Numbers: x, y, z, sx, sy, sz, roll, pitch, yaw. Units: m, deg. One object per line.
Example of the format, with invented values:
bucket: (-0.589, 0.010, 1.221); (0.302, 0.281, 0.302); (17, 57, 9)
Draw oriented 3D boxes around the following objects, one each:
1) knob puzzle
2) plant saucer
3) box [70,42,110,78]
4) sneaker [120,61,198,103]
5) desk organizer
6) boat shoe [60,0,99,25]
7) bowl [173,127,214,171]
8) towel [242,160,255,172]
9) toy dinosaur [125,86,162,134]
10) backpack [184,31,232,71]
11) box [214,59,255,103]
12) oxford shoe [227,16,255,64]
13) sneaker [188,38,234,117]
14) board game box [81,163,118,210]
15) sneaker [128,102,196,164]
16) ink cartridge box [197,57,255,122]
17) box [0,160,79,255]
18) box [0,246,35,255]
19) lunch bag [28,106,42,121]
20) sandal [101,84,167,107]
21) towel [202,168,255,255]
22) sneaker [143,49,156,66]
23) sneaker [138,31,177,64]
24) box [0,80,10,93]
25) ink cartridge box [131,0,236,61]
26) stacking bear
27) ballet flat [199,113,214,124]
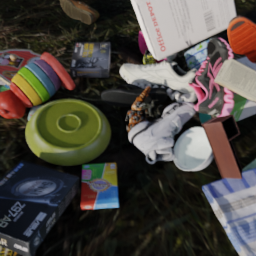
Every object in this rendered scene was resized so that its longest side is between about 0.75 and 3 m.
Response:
knob puzzle: (-4.008, -2.374, 10.414); (2.571, 0.357, 2.571); (13, 44, -13)
plant saucer: (-1.791, -0.043, 8.543); (2.575, 0.400, 2.575); (6, 49, -7)
box: (-1.475, -2.758, 11.241); (1.485, 0.453, 1.874); (0, 48, 0)
sneaker: (1.104, -1.878, 9.871); (2.967, 1.202, 1.115); (21, 40, 19)
desk organizer: (2.499, 0.484, 7.036); (0.557, 0.598, 1.553); (-26, 97, -30)
boat shoe: (-2.399, -5.829, 13.890); (2.170, 0.781, 0.738); (36, 58, 15)
bowl: (1.939, 0.677, 7.832); (0.585, 1.301, 1.301); (30, 36, -34)
towel: (4.491, 1.583, 7.374); (1.925, 0.295, 2.523); (-30, 54, -23)
toy dinosaur: (0.427, -0.540, 8.730); (1.080, 1.592, 0.813); (8, 6, 34)
backpack: (2.888, -2.719, 10.270); (1.703, 1.310, 1.390); (-2, 17, 43)
box: (3.155, -1.210, 7.495); (1.449, 0.688, 0.563); (28, 7, -2)
oxford shoe: (3.306, -2.575, 7.852); (0.835, 2.345, 0.851); (-26, 63, 32)
sneaker: (2.371, -1.522, 8.235); (1.198, 0.992, 2.511); (3, 76, -5)
board game box: (-0.755, 1.529, 7.445); (0.956, 0.252, 1.249); (-4, 46, -3)
sneaker: (1.228, 0.167, 8.140); (2.243, 0.843, 1.289); (-28, 50, -7)
ink cartridge box: (3.842, -1.366, 9.550); (2.536, 1.065, 1.845); (-19, 50, -16)
box: (-2.411, 1.741, 6.574); (1.729, 0.470, 2.158); (15, 31, 13)
box: (-2.787, 2.759, 6.243); (1.357, 0.419, 1.700); (-3, 48, 0)
lunch bag: (-2.906, -0.406, 9.131); (0.655, 0.315, 0.817); (-6, 38, -1)
sandal: (0.192, -1.141, 9.524); (2.238, 0.841, 0.536); (-2, 56, -10)
towel: (3.075, 2.110, 6.657); (1.790, 0.290, 2.437); (-16, 47, -9)
sneaker: (0.838, -2.583, 11.009); (0.500, 0.568, 1.343); (-10, 48, -8)
sneaker: (1.209, -3.333, 11.580); (0.930, 0.858, 2.109); (-26, 61, -23)
box: (-4.895, -1.544, 10.175); (2.164, 0.393, 1.562); (-11, 49, -10)
ink cartridge box: (1.770, -3.869, 9.099); (2.922, 2.140, 1.209); (-24, 33, 3)
stacking bear: (-3.230, -1.235, 9.192); (2.420, 1.376, 1.469); (-44, 45, -18)
ballet flat: (2.652, -0.070, 8.861); (0.474, 0.474, 1.364); (-7, 50, -6)
